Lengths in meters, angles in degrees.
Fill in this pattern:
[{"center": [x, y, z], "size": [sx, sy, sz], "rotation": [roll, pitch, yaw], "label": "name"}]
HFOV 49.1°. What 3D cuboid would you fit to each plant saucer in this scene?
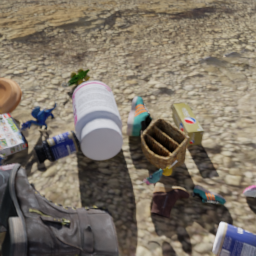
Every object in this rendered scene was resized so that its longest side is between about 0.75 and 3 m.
[{"center": [-5.615, -1.202, 11.450], "size": [2.433, 0.393, 2.433], "rotation": [-3, 53, 4], "label": "plant saucer"}]

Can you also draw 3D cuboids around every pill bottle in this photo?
[{"center": [2.721, 2.781, 6.448], "size": [1.362, 0.756, 0.756], "rotation": [16, 40, 20], "label": "pill bottle"}, {"center": [-2.074, 0.584, 8.186], "size": [1.224, 0.684, 0.684], "rotation": [-22, 42, -20], "label": "pill bottle"}, {"center": [-1.092, -0.311, 9.795], "size": [1.602, 1.602, 2.826], "rotation": [-7, 38, -9], "label": "pill bottle"}]

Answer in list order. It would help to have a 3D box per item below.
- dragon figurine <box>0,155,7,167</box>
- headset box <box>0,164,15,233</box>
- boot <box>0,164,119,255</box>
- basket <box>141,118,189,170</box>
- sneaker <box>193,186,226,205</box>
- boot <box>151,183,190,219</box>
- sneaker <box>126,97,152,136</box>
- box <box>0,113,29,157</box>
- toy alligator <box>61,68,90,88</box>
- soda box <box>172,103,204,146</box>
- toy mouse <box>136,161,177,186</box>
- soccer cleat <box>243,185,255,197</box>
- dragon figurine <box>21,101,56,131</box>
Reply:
[{"center": [-4.110, 1.077, 8.944], "size": [0.374, 0.753, 0.221], "rotation": [3, -5, 12], "label": "dragon figurine"}, {"center": [-3.692, 1.882, 7.635], "size": [1.459, 0.757, 1.960], "rotation": [-10, 40, -13], "label": "headset box"}, {"center": [-1.631, 2.121, 6.798], "size": [2.582, 1.027, 2.966], "rotation": [10, 31, -30], "label": "boot"}, {"center": [1.092, 0.530, 9.118], "size": [1.060, 1.107, 1.485], "rotation": [-22, 44, -25], "label": "basket"}, {"center": [2.267, 1.991, 7.896], "size": [0.932, 0.332, 0.372], "rotation": [22, 67, 14], "label": "sneaker"}, {"center": [1.180, 2.081, 7.782], "size": [1.089, 0.394, 0.906], "rotation": [16, 56, -6], "label": "boot"}, {"center": [0.496, -0.416, 10.677], "size": [0.870, 0.777, 2.177], "rotation": [8, 41, 5], "label": "sneaker"}, {"center": [-4.414, 0.219, 10.000], "size": [1.036, 0.327, 1.882], "rotation": [-21, 47, -30], "label": "box"}, {"center": [-2.511, -2.278, 13.310], "size": [0.642, 0.465, 1.936], "rotation": [46, 49, 4], "label": "toy alligator"}, {"center": [2.171, -0.186, 10.438], "size": [0.598, 0.632, 1.867], "rotation": [-6, 38, -7], "label": "soda box"}, {"center": [0.749, 1.440, 7.954], "size": [1.115, 1.254, 0.243], "rotation": [-22, 74, -27], "label": "toy mouse"}, {"center": [3.778, 1.850, 8.035], "size": [0.919, 0.321, 0.397], "rotation": [-9, 39, -12], "label": "soccer cleat"}, {"center": [-3.214, -0.485, 10.352], "size": [0.510, 0.861, 1.733], "rotation": [14, 63, 34], "label": "dragon figurine"}]
